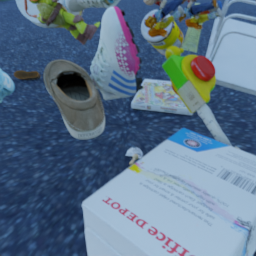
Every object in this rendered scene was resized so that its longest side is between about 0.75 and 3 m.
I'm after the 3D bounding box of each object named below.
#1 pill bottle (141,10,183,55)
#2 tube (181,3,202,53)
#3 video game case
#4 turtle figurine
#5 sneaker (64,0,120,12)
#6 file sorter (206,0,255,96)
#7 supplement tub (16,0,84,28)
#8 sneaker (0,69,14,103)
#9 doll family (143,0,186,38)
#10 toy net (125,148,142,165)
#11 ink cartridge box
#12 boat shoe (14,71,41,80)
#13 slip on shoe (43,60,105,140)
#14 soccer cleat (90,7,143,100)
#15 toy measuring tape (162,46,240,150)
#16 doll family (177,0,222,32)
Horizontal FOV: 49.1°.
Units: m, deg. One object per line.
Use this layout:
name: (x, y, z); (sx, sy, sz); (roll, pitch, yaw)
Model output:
pill bottle: (1.166, -2.911, 8.870); (0.969, 0.969, 1.773); (18, 3, 27)
tube: (2.103, -3.162, 8.887); (0.414, 1.428, 0.371); (20, 19, 28)
video game case: (1.417, -1.225, 10.509); (2.135, 0.268, 2.346); (7, 33, 12)
turtle figurine: (-1.807, -3.075, 7.401); (2.057, 2.551, 0.822); (29, 66, -23)
sneaker: (-0.931, -4.082, 8.432); (2.475, 1.000, 0.947); (-16, -14, 30)
file sorter: (2.977, -2.278, 6.738); (1.706, 1.531, 2.458); (17, 59, 7)
supplement tub: (-2.735, -4.576, 10.108); (1.855, 1.855, 2.551); (3, 20, 5)
sneaker: (-2.707, -0.995, 5.401); (1.003, 0.904, 2.447); (-5, -5, -29)
doll family: (0.482, -1.542, 3.816); (0.605, 0.439, 0.974); (-35, -8, 0)
toy net: (0.333, 0.809, 7.231); (0.667, 0.245, 1.271); (-8, 32, -13)
ink cartridge box: (0.876, 1.572, 4.420); (1.906, 1.873, 2.589); (25, 40, 35)
boat shoe: (-4.362, -2.251, 12.141); (1.096, 0.386, 0.385); (4, -6, 2)
slip on shoe: (-1.013, -0.751, 4.926); (0.864, 0.689, 2.273); (-15, 44, -13)
soccer cleat: (-0.322, -1.202, 5.457); (1.076, 2.491, 0.870); (-19, 68, 0)
toy measuring tape: (1.531, -0.598, 5.451); (0.907, 0.907, 2.466); (-26, 79, -36)
doll family: (1.622, -2.695, 6.509); (0.898, 0.652, 1.447); (-7, -6, 30)
